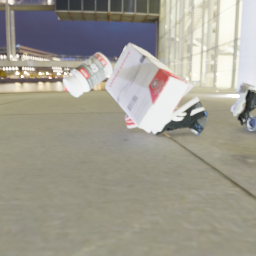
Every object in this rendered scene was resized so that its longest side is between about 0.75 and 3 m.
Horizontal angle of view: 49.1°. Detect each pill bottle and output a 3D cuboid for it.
[{"bbox_3d":[-1.432,-1.857,9.906,1.595,0.909,0.909,-41,27,-19],"label":"pill bottle"}]

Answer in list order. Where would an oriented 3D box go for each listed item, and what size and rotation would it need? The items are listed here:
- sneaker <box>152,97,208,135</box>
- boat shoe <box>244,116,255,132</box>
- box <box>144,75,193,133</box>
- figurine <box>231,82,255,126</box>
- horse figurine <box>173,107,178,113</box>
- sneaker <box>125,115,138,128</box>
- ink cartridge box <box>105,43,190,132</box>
[{"bbox_3d":[2.181,-0.103,10.927,2.312,1.293,0.845,-35,-5,-11],"label":"sneaker"},{"bbox_3d":[5.272,-0.164,11.866,0.544,0.682,1.804,4,-1,18],"label":"boat shoe"},{"bbox_3d":[1.349,-0.881,10.422,0.466,2.406,0.499,32,17,-35],"label":"box"},{"bbox_3d":[3.769,-0.788,9.114,0.504,1.142,1.170,15,26,-6],"label":"figurine"},{"bbox_3d":[2.427,-0.845,15.991,1.154,0.435,1.741,-11,16,2],"label":"horse figurine"},{"bbox_3d":[0.431,-0.428,11.489,1.176,0.661,0.419,-16,28,10],"label":"sneaker"},{"bbox_3d":[0.547,-1.434,9.710,1.089,1.929,2.628,11,30,-41],"label":"ink cartridge box"}]
